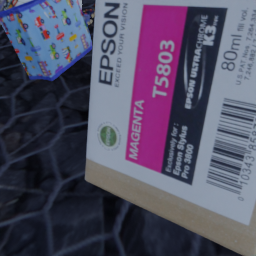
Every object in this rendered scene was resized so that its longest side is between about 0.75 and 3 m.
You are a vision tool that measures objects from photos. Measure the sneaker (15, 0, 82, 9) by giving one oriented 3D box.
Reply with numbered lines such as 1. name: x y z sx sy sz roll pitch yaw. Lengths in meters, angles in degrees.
1. sneaker: -2.529 -3.756 8.666 2.343 0.950 0.880 10 7 4

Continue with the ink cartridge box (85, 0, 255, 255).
1. ink cartridge box: 0.606 -0.315 2.731 1.956 2.374 0.892 16 21 30

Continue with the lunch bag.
1. lunch bag: -1.531 -2.163 6.193 0.916 1.467 1.948 11 43 39

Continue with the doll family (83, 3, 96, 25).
1. doll family: -1.654 -5.082 12.489 1.381 0.542 0.798 -36 60 -28

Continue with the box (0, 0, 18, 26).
1. box: -3.350 -2.998 6.980 0.273 0.937 1.369 28 78 2
